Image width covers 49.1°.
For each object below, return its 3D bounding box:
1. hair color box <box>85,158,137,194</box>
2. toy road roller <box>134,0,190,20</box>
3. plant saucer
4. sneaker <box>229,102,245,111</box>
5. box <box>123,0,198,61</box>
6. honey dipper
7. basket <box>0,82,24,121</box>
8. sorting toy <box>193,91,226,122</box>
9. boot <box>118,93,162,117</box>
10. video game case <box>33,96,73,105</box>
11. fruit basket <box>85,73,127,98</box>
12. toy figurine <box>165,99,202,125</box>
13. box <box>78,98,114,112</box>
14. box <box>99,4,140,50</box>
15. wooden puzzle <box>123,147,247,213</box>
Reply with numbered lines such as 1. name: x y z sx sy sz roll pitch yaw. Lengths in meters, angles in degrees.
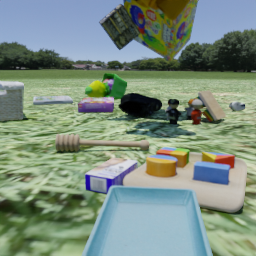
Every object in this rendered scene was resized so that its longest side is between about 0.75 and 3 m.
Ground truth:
1. hair color box: -0.220 0.676 4.072 0.437 0.259 0.800 5 11 25
2. toy road roller: 0.835 -3.409 6.794 1.558 1.312 2.135 40 24 0
3. plant saucer: 0.124 1.120 1.979 1.013 0.275 2.898 1 11 6
4. sneaker: 4.250 -0.867 11.275 0.955 0.349 0.534 0 6 -41
5. box: 1.050 -3.787 9.422 2.055 1.302 2.134 35 -17 17
6. honey dipper: -0.497 0.315 5.677 1.868 0.355 0.355 2 12 -5
7. basket: -4.239 -0.902 9.223 1.484 1.204 1.497 -6 13 -25
8. sorting toy: 2.585 -0.661 8.946 0.354 1.010 1.017 -36 -12 32
9. boot: 0.193 -0.851 10.323 1.888 0.699 1.547 11 16 30
10. video game case: -3.756 -1.382 13.910 1.770 0.214 1.942 -4 13 -17
11. fruit basket: -1.351 -2.332 15.761 2.197 1.585 2.197 16 5 -1
12. toy figurine: 1.712 -0.562 8.697 1.090 0.758 1.073 0 12 3
13. box: -1.264 -0.961 11.469 1.323 0.378 1.933 0 12 -2
14. box: -0.238 -3.068 8.589 0.864 1.072 0.263 -40 40 4
15. wooden puzzle: 0.926 0.590 4.155 1.533 0.383 1.655 6 13 24
